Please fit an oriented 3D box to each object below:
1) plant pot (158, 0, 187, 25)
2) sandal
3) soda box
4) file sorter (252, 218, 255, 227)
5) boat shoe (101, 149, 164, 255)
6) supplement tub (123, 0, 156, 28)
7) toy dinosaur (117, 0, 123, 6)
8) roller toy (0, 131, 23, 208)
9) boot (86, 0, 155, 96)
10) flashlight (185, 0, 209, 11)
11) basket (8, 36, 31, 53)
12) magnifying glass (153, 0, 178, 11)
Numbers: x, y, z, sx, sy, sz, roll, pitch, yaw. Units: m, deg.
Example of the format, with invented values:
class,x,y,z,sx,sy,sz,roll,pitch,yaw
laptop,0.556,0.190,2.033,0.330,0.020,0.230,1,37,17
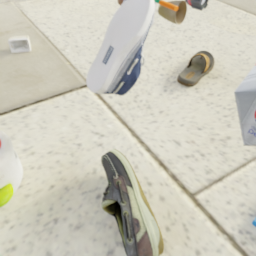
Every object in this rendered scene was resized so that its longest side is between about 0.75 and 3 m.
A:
class,x,y,z,sx,sy,sz,roll,pitch,yaw
plant pot,1.461,-3.992,9.571,0.832,0.779,0.779,26,49,31
sandal,2.870,-2.652,11.717,1.094,0.730,2.676,27,49,25
soda box,2.757,-0.788,4.738,0.997,0.927,2.922,1,29,40
file sorter,4.696,1.993,6.087,1.945,1.719,2.803,-35,54,-30
boat shoe,-0.175,1.750,6.817,0.983,1.069,2.991,-14,49,-21
supplement tub,0.372,-4.041,9.120,1.079,1.079,1.538,6,71,7
toy dinosaur,-0.140,-4.997,10.209,1.519,2.241,0.962,10,41,14
roller toy,-3.920,1.006,7.278,2.149,1.502,1.961,3,43,3
boot,0.017,-2.000,7.181,1.222,2.704,0.984,-1,46,-50
flashlight,1.529,-4.613,9.258,2.422,0.823,0.820,29,84,25
basket,-5.092,-3.971,13.221,0.919,0.623,0.567,-6,40,-6
magnifying glass,0.790,-3.512,7.710,1.371,0.154,0.546,39,33,27
